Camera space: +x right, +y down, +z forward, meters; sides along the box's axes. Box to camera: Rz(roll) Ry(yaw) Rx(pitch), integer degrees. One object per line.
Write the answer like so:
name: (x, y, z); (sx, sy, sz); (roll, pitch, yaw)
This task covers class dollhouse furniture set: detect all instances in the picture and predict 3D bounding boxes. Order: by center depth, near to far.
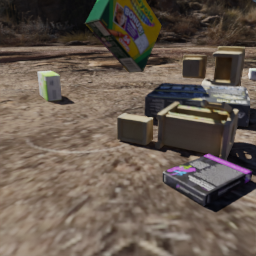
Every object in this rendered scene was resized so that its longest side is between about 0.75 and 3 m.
dollhouse furniture set: (1.192, -0.755, 6.436); (2.529, 2.237, 1.406); (11, 22, 26)

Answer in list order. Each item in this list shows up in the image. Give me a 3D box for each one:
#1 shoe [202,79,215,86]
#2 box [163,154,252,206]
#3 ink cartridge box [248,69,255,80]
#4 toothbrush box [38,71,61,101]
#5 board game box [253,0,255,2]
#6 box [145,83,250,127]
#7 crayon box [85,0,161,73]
shoe: (3.646, -1.902, 12.291); (0.622, 0.475, 1.778); (0, 20, 1)
box: (1.392, 0.852, 4.922); (1.306, 0.236, 0.934); (-12, 22, -34)
ink cartridge box: (7.624, -3.019, 15.388); (1.833, 0.571, 2.278); (7, 22, 19)
toothbrush box: (-3.061, -1.654, 10.889); (0.562, 0.950, 1.304); (-10, 23, -26)
board game box: (1.837, -2.406, 4.603); (1.720, 0.167, 0.885); (33, 22, 5)
box: (2.265, -0.867, 9.014); (2.971, 0.730, 2.395); (6, 19, 17)
crayon box: (-0.023, -3.490, 9.461); (0.721, 2.135, 2.474); (5, -25, 41)
